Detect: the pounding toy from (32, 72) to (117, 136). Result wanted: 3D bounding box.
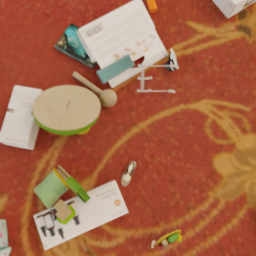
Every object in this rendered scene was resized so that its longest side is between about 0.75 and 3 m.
[{"bbox_3d":[-1.921,-0.476,9.889,2.216,1.332,2.871,27,48,17],"label":"pounding toy"}]

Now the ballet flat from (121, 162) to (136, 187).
[{"bbox_3d":[-0.002,1.573,9.674,0.317,0.314,0.933,21,77,5],"label":"ballet flat"}]

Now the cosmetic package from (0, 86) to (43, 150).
[{"bbox_3d":[-3.699,-0.358,9.936,1.053,0.767,2.071,9,75,2],"label":"cosmetic package"}]

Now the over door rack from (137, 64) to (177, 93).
[{"bbox_3d":[1.031,-1.799,10.232,1.390,0.463,1.027,1,107,1],"label":"over door rack"}]

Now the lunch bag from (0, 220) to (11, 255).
[{"bbox_3d":[-4.298,3.728,8.604,0.950,1.327,1.557,-13,77,-2],"label":"lunch bag"}]

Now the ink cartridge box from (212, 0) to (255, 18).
[{"bbox_3d":[4.491,-5.717,11.181,2.211,0.947,1.632,-33,78,-6],"label":"ink cartridge box"}]

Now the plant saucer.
[{"bbox_3d":[-0.427,-2.166,10.226,1.433,0.136,0.501,-33,101,-14],"label":"plant saucer"}]

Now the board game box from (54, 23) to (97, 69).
[{"bbox_3d":[-1.800,-3.188,10.906,1.777,0.250,1.202,29,78,7],"label":"board game box"}]

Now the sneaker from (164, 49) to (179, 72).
[{"bbox_3d":[1.556,-2.538,10.586,0.501,0.328,0.896,-21,63,23],"label":"sneaker"}]

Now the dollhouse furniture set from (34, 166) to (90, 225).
[{"bbox_3d":[-2.243,1.911,8.706,1.800,0.904,1.179,35,70,33],"label":"dollhouse furniture set"}]

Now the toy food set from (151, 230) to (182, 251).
[{"bbox_3d":[1.258,3.600,8.734,1.102,0.649,0.360,-16,50,-22],"label":"toy food set"}]

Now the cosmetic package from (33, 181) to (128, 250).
[{"bbox_3d":[-1.502,2.818,9.156,2.816,0.713,1.162,-23,78,-6],"label":"cosmetic package"}]

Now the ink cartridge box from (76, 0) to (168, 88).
[{"bbox_3d":[-0.165,-3.182,10.621,2.755,0.600,2.391,-33,103,-14],"label":"ink cartridge box"}]

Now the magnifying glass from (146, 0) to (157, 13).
[{"bbox_3d":[0.700,-5.965,11.621,1.052,0.296,2.644,-14,74,-4],"label":"magnifying glass"}]
